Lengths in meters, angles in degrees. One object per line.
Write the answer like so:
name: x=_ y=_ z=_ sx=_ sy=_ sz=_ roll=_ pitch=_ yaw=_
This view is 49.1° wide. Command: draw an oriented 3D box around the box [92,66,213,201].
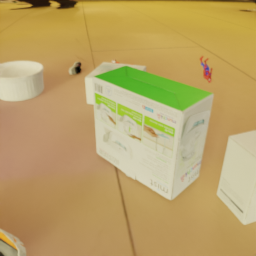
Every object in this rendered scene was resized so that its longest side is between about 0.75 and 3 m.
box: x=0.432 y=0.020 z=6.780 sx=2.630 sy=2.321 sz=1.272 roll=26 pitch=39 yaw=37

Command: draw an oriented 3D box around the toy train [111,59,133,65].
toy train: x=-0.227 y=-2.982 z=13.549 sx=1.940 sy=0.540 sz=1.457 roll=11 pitch=33 yaw=19

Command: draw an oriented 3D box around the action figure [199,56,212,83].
action figure: x=2.331 y=-1.714 z=8.292 sx=0.314 sy=0.248 sz=0.961 roll=17 pitch=55 yaw=-29

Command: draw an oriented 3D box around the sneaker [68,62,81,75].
sneaker: x=-2.433 y=-2.858 z=13.495 sx=0.479 sy=0.404 sz=1.095 roll=9 pitch=36 yaw=13

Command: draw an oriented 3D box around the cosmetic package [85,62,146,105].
cosmetic package: x=-0.421 y=-1.663 z=10.768 sx=1.845 sy=1.138 sz=1.851 roll=9 pitch=33 yaw=15

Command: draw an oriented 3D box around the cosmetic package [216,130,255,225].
cosmetic package: x=2.942 y=0.922 z=5.936 sx=1.631 sy=1.636 sz=1.006 roll=-10 pitch=33 yaw=-18

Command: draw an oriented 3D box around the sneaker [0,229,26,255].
sneaker: x=-2.759 y=2.074 z=5.029 sx=1.996 sy=0.781 sz=0.771 roll=12 pitch=56 yaw=16

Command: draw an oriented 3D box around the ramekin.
ramekin: x=-4.415 y=-1.888 z=11.242 sx=2.098 sy=1.023 sz=2.098 roll=0 pitch=31 yaw=0
